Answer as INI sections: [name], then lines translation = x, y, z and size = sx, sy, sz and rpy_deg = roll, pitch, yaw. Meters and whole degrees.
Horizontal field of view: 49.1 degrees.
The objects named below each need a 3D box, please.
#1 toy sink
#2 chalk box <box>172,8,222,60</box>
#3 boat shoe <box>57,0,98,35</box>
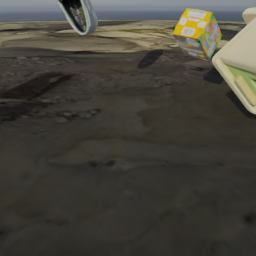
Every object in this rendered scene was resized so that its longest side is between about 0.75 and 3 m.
[toy sink]
translation = 2.560, -1.011, 4.834
size = 1.335, 1.554, 2.384
rpy_deg = -42, 25, 7
[chalk box]
translation = 1.825, -2.307, 7.179
size = 0.782, 0.778, 1.257
rpy_deg = 26, -3, 34
[boat shoe]
translation = -1.734, -4.059, 8.433
size = 0.908, 2.602, 0.927
rpy_deg = -17, 27, 20
